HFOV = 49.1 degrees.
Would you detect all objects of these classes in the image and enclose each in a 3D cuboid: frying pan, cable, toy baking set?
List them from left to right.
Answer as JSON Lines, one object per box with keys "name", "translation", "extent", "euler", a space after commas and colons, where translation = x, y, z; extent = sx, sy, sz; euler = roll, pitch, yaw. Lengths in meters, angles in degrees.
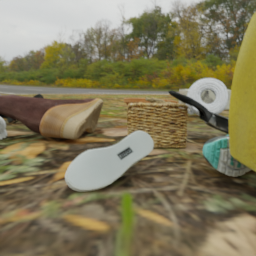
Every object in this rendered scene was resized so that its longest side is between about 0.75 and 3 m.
{"name": "toy baking set", "translation": [1.881, -0.902, 11.675], "extent": [1.808, 0.274, 2.356], "euler": [21, 10, 40]}
{"name": "cable", "translation": [3.126, -1.208, 11.072], "extent": [1.586, 1.587, 0.549], "euler": [12, -7, 14]}
{"name": "frying pan", "translation": [1.985, -0.094, 5.626], "extent": [1.593, 0.429, 2.633], "euler": [27, 11, 35]}

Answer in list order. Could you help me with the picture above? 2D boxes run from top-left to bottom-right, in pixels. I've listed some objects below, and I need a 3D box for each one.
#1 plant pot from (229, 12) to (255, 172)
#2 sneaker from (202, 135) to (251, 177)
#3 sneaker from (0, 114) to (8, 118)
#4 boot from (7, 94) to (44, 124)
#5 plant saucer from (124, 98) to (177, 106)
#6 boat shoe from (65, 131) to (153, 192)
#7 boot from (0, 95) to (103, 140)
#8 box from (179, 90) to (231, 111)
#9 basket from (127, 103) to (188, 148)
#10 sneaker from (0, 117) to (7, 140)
{"name": "plant pot", "translation": [1.916, -0.096, 2.940], "extent": [2.075, 1.473, 2.075], "euler": [26, 10, -5]}
{"name": "sneaker", "translation": [1.542, 0.341, 4.107], "extent": [1.471, 0.571, 0.671], "euler": [6, 9, -33]}
{"name": "sneaker", "translation": [-4.445, -0.663, 11.060], "extent": [1.711, 0.595, 0.851], "euler": [-8, 14, -16]}
{"name": "boot", "translation": [-3.239, -0.377, 9.470], "extent": [1.383, 0.957, 0.536], "euler": [-34, 47, -5]}
{"name": "plant saucer", "translation": [1.122, -1.220, 14.283], "extent": [2.720, 0.439, 2.720], "euler": [2, 2, 0]}
{"name": "boat shoe", "translation": [-0.232, 0.484, 3.702], "extent": [1.381, 0.488, 0.440], "euler": [-22, -18, -38]}
{"name": "boot", "translation": [-1.879, -0.523, 7.024], "extent": [2.165, 0.942, 2.603], "euler": [18, 16, 6]}
{"name": "box", "translation": [3.939, -1.440, 14.389], "extent": [2.675, 1.099, 0.915], "euler": [-5, 10, -23]}
{"name": "basket", "translation": [0.589, -0.096, 5.864], "extent": [1.225, 0.912, 0.874], "euler": [0, 8, 1]}
{"name": "sneaker", "translation": [-3.364, -0.163, 6.184], "extent": [0.927, 0.977, 2.427], "euler": [-2, 7, -4]}
